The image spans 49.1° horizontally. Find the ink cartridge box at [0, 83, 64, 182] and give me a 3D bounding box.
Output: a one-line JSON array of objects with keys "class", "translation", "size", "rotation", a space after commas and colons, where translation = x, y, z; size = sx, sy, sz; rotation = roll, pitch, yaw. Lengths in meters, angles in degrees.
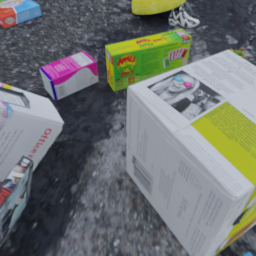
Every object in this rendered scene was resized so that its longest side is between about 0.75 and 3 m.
[{"class": "ink cartridge box", "translation": [-3.259, 0.047, 6.163], "size": [2.856, 2.108, 1.223], "rotation": [18, 27, -50]}]

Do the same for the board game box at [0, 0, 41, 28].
[{"class": "board game box", "translation": [-5.716, -5.812, 13.544], "size": [1.947, 0.513, 2.545], "rotation": [-34, 56, -28]}]

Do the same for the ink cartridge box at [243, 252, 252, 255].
[{"class": "ink cartridge box", "translation": [1.636, 3.359, 4.865], "size": [2.186, 0.741, 1.268], "rotation": [-21, 51, -18]}]

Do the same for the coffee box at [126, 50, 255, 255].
[{"class": "coffee box", "translation": [1.869, 0.530, 6.037], "size": [2.809, 2.836, 2.840], "rotation": [-24, 51, -22]}]

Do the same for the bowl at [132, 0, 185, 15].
[{"class": "bowl", "translation": [1.310, -6.372, 13.041], "size": [2.551, 1.373, 2.551], "rotation": [-10, 34, 7]}]

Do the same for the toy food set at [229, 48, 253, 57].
[{"class": "toy food set", "translation": [4.170, -2.890, 10.675], "size": [1.021, 0.334, 0.601], "rotation": [-7, 21, -17]}]

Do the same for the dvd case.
[{"class": "dvd case", "translation": [-2.644, 2.102, 5.193], "size": [0.309, 2.052, 2.811], "rotation": [25, 49, -4]}]

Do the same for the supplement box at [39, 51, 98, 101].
[{"class": "supplement box", "translation": [-1.976, -1.797, 9.564], "size": [1.728, 0.874, 0.893], "rotation": [-28, 53, -23]}]

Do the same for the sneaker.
[{"class": "sneaker", "translation": [2.550, -5.071, 12.599], "size": [1.371, 0.892, 0.547], "rotation": [13, 49, 12]}]

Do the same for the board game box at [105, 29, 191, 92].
[{"class": "board game box", "translation": [0.694, -2.338, 9.675], "size": [2.849, 1.447, 0.678], "rotation": [-17, 48, -15]}]
